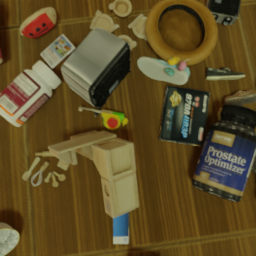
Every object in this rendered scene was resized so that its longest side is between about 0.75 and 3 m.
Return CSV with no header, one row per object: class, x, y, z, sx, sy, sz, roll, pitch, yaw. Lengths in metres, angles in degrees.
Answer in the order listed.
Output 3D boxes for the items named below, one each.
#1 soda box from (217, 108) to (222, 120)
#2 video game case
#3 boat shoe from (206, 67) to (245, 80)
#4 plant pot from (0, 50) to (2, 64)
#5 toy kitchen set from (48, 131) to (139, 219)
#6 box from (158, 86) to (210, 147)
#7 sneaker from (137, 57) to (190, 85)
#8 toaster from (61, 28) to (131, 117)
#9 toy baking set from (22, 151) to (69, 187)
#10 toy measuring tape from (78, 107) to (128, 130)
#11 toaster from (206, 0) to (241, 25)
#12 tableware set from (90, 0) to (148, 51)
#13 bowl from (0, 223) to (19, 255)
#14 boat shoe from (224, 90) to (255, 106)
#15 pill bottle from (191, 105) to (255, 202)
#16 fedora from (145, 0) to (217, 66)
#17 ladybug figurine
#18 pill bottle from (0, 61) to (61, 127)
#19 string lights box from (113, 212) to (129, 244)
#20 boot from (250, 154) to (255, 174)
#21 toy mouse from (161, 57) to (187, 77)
soda box,3.767,-0.428,10.053,1.013,0.324,0.343,8,50,2
video game case,-2.179,-2.366,8.651,0.951,0.086,0.681,-42,69,1
boat shoe,3.591,-2.007,10.281,1.416,0.508,0.479,1,88,0
plant pot,-5.595,-3.165,9.690,2.503,2.503,2.241,-21,96,-4
toy kitchen set,-1.213,1.419,8.745,1.951,2.391,2.157,-15,107,-32
box,1.991,-0.410,10.011,1.558,0.451,1.960,10,82,1
sneaker,1.328,-2.197,10.357,1.966,0.727,0.805,25,46,11
toaster,-1.024,-1.863,9.510,1.373,2.092,2.314,36,81,9
toy baking set,-2.892,1.422,9.837,1.652,0.192,1.268,3,80,1
toy measuring tape,-0.894,-0.309,9.870,1.772,0.652,0.652,10,80,-9
toaster,3.577,-4.648,10.650,1.185,0.778,1.311,12,80,2
tableware set,-0.189,-3.872,10.629,2.227,0.258,1.861,41,85,-3
bowl,-4.371,3.531,9.018,1.494,1.494,0.701,-39,51,-7
boat shoe,4.073,-1.096,10.194,1.259,0.477,0.452,-8,50,-7
pill bottle,3.246,0.784,9.097,1.605,1.605,2.870,19,86,3
fedora,1.874,-3.386,10.242,2.706,1.104,2.706,0,78,0
ladybug figurine,-3.288,-3.827,10.385,1.549,1.051,0.557,-34,91,1
pill bottle,-3.496,-1.217,9.776,1.258,1.258,2.203,43,82,7
string lights box,-0.233,2.833,9.232,0.503,0.877,1.708,-1,80,0
boot,4.377,1.475,9.559,1.671,0.664,1.919,27,92,26
toy mouse,1.615,-1.983,9.438,1.002,0.890,0.194,-15,50,0
